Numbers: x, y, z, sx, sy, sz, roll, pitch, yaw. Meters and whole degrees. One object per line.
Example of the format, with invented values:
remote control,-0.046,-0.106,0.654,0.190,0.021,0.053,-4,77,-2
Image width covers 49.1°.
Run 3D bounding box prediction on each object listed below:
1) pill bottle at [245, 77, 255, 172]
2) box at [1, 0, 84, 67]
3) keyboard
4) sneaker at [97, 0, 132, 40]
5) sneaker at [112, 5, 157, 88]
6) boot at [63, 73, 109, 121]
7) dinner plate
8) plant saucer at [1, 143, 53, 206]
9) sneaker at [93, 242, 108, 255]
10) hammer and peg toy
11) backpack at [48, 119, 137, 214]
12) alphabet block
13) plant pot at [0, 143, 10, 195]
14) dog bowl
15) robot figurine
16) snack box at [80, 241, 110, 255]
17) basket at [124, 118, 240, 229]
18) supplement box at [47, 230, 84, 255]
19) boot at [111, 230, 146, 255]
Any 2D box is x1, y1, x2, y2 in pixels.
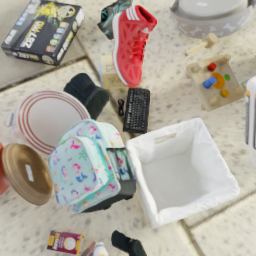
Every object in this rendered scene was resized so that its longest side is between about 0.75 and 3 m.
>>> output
pill bottle,3.581,-0.060,6.828,1.349,2.318,1.349,-8,24,3
box,-2.768,-3.234,9.336,1.914,0.583,2.374,13,63,13
keyboard,0.142,-0.568,8.244,0.947,0.202,1.577,7,59,0
sneaker,-0.433,-3.907,9.387,0.738,0.702,1.863,29,71,-30
sneaker,0.196,-2.243,7.560,0.851,1.255,2.172,-12,91,-35
boot,-1.445,-0.576,7.821,1.861,0.711,1.564,-54,40,3
dinner plate,-1.786,-0.085,6.845,1.890,1.890,0.229,6,31,3
plant saucer,-2.340,1.055,6.744,0.247,1.677,1.677,-31,67,7
sneaker,-0.590,2.835,6.035,0.361,0.960,0.423,1,38,-15
hammer and peg toy,2.373,-1.593,8.146,1.532,0.735,2.083,-21,82,-25
backpack,-0.846,0.772,6.059,1.641,1.392,1.849,-32,61,30
alphabet block,-0.443,-1.703,8.551,0.786,0.772,0.768,-3,64,-1
plant pot,-3.781,0.801,6.663,1.981,1.927,1.981,0,60,0
dog bowl,2.760,-4.050,9.247,2.903,0.851,2.903,-9,52,11
robot figurine,-2.876,-0.160,7.859,1.026,0.683,1.209,5,64,-18
snack box,-1.281,3.739,6.210,0.853,0.288,2.372,39,70,19
basket,1.128,1.168,6.709,1.986,1.612,2.004,-18,65,-8
supplement box,-1.478,2.711,6.649,0.768,0.329,0.424,8,74,4
boot,0.007,2.848,6.573,0.767,0.912,0.348,7,33,40
